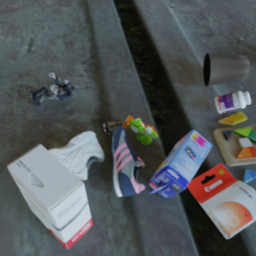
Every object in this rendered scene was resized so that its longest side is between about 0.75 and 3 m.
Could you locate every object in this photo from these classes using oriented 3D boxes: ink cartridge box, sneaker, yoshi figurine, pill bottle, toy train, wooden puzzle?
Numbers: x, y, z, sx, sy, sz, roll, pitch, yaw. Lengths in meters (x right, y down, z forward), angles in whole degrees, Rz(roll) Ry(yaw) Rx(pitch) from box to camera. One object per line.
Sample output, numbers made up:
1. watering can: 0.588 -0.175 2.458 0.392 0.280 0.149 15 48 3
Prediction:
1. ink cartridge box: 3.221 2.231 9.166 1.719 0.531 2.120 -25 61 -18
2. sneaker: -2.059 1.317 9.568 2.866 1.117 1.424 -32 70 -16
3. ink cartridge box: -2.113 2.003 7.965 1.882 2.608 1.092 35 57 27
4. yoshi figurine: 0.431 0.173 10.569 1.353 0.758 0.761 29 23 0
5. pill bottle: 4.148 -1.035 11.128 1.255 0.706 0.706 -13 47 27
6. sneaker: 0.028 1.067 9.680 1.061 0.907 2.587 -10 64 11
7. ink cartridge box: 1.580 1.339 9.109 0.870 1.556 2.280 37 61 4
8. toy train: -0.594 -0.040 10.935 0.821 0.350 0.468 -10 62 -32
9. wooden puzzle: 4.332 0.584 10.572 1.950 0.338 2.890 -14 54 -10

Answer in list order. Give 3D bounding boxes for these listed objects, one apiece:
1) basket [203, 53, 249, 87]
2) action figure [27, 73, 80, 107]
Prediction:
1. basket: 4.165 -2.521 11.952 1.661 1.498 1.130 -4 35 0
2. action figure: -3.124 -1.637 11.853 2.061 1.052 1.225 -19 44 -12
